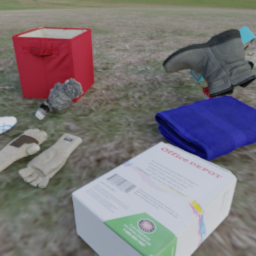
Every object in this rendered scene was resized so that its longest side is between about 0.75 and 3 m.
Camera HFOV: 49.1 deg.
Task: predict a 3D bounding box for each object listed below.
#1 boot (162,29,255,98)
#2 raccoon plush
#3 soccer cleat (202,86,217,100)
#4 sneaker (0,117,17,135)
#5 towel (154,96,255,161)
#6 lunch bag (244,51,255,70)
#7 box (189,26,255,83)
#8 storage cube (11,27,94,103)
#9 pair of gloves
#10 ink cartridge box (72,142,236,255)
[{"bbox_3d":[2.437,-1.769,8.859,2.742,1.791,0.928,-17,-9,34],"label":"boot"},{"bbox_3d":[-2.007,-0.826,8.523,1.048,0.756,1.563,-7,51,55],"label":"raccoon plush"},{"bbox_3d":[2.810,-0.886,9.396,0.436,0.541,1.269,-23,46,14],"label":"soccer cleat"},{"bbox_3d":[-3.919,-0.083,7.699,1.637,0.593,0.588,-15,30,-28],"label":"sneaker"},{"bbox_3d":[2.371,-0.026,7.598,2.803,0.695,2.070,-16,39,-27],"label":"towel"},{"bbox_3d":[4.235,-2.334,10.232,1.036,0.743,1.263,-37,6,-36],"label":"lunch bag"},{"bbox_3d":[3.349,-2.617,10.080,2.310,0.951,0.568,-35,79,-5],"label":"box"},{"bbox_3d":[-2.609,-2.391,10.305,2.115,2.224,2.474,6,29,10],"label":"storage cube"},{"bbox_3d":[-2.188,0.629,6.533,1.845,0.323,1.569,8,39,24],"label":"pair of gloves"},{"bbox_3d":[0.482,1.285,4.674,1.641,0.988,2.259,25,38,38],"label":"ink cartridge box"}]
